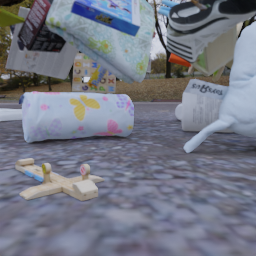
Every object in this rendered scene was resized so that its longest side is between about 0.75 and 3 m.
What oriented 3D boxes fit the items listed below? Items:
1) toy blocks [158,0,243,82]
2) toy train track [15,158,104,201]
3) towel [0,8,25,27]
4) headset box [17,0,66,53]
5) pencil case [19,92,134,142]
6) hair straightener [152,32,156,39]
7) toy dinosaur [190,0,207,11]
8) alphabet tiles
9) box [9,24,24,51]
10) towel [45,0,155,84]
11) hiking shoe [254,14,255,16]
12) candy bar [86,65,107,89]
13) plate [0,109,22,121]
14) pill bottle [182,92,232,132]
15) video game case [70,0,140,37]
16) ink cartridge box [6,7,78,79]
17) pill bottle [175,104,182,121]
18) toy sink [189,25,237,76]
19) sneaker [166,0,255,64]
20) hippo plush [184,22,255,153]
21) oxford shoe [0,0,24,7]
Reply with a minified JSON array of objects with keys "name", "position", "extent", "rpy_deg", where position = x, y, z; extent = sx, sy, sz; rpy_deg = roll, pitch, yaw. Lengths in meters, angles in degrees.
[{"name":"toy blocks","position":[2.205,-3.131,9.812],"extent":[2.769,2.308,1.005],"rpy_deg":[20,19,4]},{"name":"toy train track","position":[-0.881,0.477,3.160],"extent":[0.897,0.254,1.564],"rpy_deg":[-6,8,-43]},{"name":"towel","position":[-3.326,-2.782,6.860],"extent":[0.781,0.164,1.816],"rpy_deg":[-5,8,10]},{"name":"headset box","position":[-2.129,-2.953,7.840],"extent":[1.663,0.624,1.236],"rpy_deg":[-47,-16,32]},{"name":"pencil case","position":[-1.084,-0.233,6.184],"extent":[2.433,1.011,1.104],"rpy_deg":[-3,-26,-23]},{"name":"hair straightener","position":[0.211,-3.853,10.943],"extent":[1.710,0.350,0.658],"rpy_deg":[1,33,-25]},{"name":"toy dinosaur","position":[1.217,-2.826,5.684],"extent":[0.329,1.090,0.579],"rpy_deg":[-30,11,12]},{"name":"alphabet tiles","position":[-1.416,-2.472,11.813],"extent":[1.769,2.116,0.080],"rpy_deg":[2,-15,-6]},{"name":"box","position":[-3.806,-3.807,11.467],"extent":[0.969,1.560,1.573],"rpy_deg":[13,43,18]},{"name":"towel","position":[-0.461,-2.879,7.363],"extent":[2.977,2.548,0.717],"rpy_deg":[29,-28,-37]},{"name":"hiking shoe","position":[4.327,-4.316,9.310],"extent":[0.433,1.164,0.505],"rpy_deg":[8,16,-3]},{"name":"candy bar","position":[-0.833,-2.349,10.535],"extent":[0.545,2.185,0.242],"rpy_deg":[12,37,-46]},{"name":"plate","position":[-5.482,-0.559,11.798],"extent":[2.463,0.398,2.458],"rpy_deg":[3,8,23]},{"name":"pill bottle","position":[2.448,-0.443,7.428],"extent":[1.956,1.118,1.118],"rpy_deg":[2,7,15]},{"name":"video game case","position":[-0.395,-2.404,5.329],"extent":[1.276,1.156,0.290],"rpy_deg":[14,-38,-21]},{"name":"ink cartridge box","position":[-2.878,-2.944,9.787],"extent":[2.229,0.566,2.530],"rpy_deg":[7,-41,-31]},{"name":"pill bottle","position":[2.273,-0.637,11.141],"extent":[0.692,0.692,1.233],"rpy_deg":[3,7,23]},{"name":"toy sink","position":[2.393,-2.524,8.576],"extent":[1.175,1.367,2.097],"rpy_deg":[-36,-35,-2]},{"name":"sneaker","position":[2.030,-2.535,7.121],"extent":[2.537,0.957,1.460],"rpy_deg":[-19,-28,-15]},{"name":"hippo plush","position":[2.669,-0.643,4.237],"extent":[2.819,2.245,2.266],"rpy_deg":[-2,6,-23]},{"name":"oxford shoe","position":[-2.466,-2.763,5.548],"extent":[0.979,2.320,0.843],"rpy_deg":[31,-18,-35]}]
